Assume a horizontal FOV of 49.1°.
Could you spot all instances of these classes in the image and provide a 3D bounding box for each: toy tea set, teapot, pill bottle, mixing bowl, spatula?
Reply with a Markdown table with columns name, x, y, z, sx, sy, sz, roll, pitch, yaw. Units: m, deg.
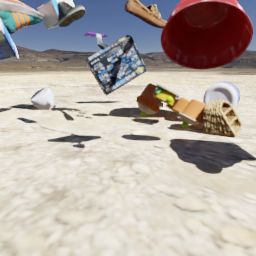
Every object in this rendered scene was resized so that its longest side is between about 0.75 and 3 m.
| name | x | y | z | sx | sy | sz | roll | pitch | yaw |
| --- | --- | --- | --- | --- | --- | --- | --- | --- | --- |
| toy tea set | 1.175 | -0.525 | 8.245 | 1.669 | 1.039 | 2.807 | 27 | 4 | -11 |
| teapot | -3.104 | -1.005 | 10.347 | 0.883 | 0.654 | 0.895 | -22 | 36 | 11 |
| pill bottle | 3.272 | -1.068 | 9.639 | 1.047 | 1.047 | 1.810 | 7 | 16 | 25 |
| mixing bowl | 2.158 | -2.907 | 7.855 | 2.388 | 1.294 | 2.388 | 7 | -29 | 4 |
| spatula | -0.772 | -2.430 | 7.865 | 0.657 | 0.239 | 2.325 | 1 | 29 | -19 |

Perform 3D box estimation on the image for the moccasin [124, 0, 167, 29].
| name | x | y | z | sx | sy | sz | roll | pitch | yaw |
| --- | --- | --- | --- | --- | --- | --- | --- | --- | --- |
| moccasin | 0.720 | -3.970 | 9.633 | 1.728 | 0.667 | 0.632 | 21 | 20 | -21 |

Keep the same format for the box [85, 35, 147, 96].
| name | x | y | z | sx | sy | sz | roll | pitch | yaw |
| --- | --- | --- | --- | --- | --- | --- | --- | --- | --- |
| box | -0.206 | -1.162 | 5.220 | 0.939 | 0.746 | 0.216 | -32 | 31 | -4 |

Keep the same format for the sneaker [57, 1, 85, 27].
| name | x | y | z | sx | sy | sz | roll | pitch | yaw |
| --- | --- | --- | --- | --- | --- | --- | --- | --- | --- |
| sneaker | -1.335 | -2.671 | 6.289 | 0.934 | 0.496 | 0.349 | -7 | 4 | 45 |

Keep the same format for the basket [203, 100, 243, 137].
| name | x | y | z | sx | sy | sz | roll | pitch | yaw |
| --- | --- | --- | --- | --- | --- | --- | --- | --- | --- |
| basket | 2.423 | -0.295 | 7.034 | 0.815 | 0.781 | 1.095 | 7 | 16 | 31 |

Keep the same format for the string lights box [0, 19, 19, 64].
| name | x | y | z | sx | sy | sz | roll | pitch | yaw |
| --- | --- | --- | --- | --- | --- | --- | --- | --- | --- |
| string lights box | -2.194 | -1.383 | 4.545 | 0.539 | 0.309 | 1.049 | -17 | -8 | -11 |

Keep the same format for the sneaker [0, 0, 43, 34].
| name | x | y | z | sx | sy | sz | roll | pitch | yaw |
| --- | --- | --- | --- | --- | --- | --- | --- | --- | --- |
| sneaker | -3.113 | -2.941 | 7.470 | 0.750 | 0.840 | 2.102 | 32 | 21 | 11 |

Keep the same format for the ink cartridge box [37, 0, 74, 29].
| name | x | y | z | sx | sy | sz | roll | pitch | yaw |
| --- | --- | --- | --- | --- | --- | --- | --- | --- | --- |
| ink cartridge box | -2.131 | -3.536 | 8.624 | 0.671 | 0.659 | 0.911 | -8 | 23 | 36 |
